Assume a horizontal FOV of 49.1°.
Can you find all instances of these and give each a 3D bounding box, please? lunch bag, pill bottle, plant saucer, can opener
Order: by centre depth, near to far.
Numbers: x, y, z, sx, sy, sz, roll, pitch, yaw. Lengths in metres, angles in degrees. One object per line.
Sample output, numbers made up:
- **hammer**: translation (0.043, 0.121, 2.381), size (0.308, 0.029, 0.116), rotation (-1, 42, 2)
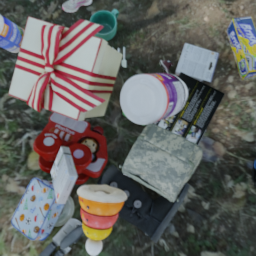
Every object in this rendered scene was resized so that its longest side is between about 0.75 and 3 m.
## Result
- **lunch bag**: translation (0.840, 0.933, 7.371), size (1.757, 1.224, 1.473), rotation (29, 66, 17)
- **pill bottle**: translation (-3.648, -2.753, 7.944), size (0.798, 1.424, 0.798), rotation (-3, 81, 22)
- **pill bottle**: translation (0.976, -0.989, 8.800), size (1.433, 2.573, 1.433), rotation (7, 104, 29)
- **can opener**: translation (-2.545, 4.223, 9.467), size (0.713, 0.900, 2.708), rotation (41, 81, 11)
- **lunch bag**: translation (-3.111, 2.755, 9.747), size (1.565, 0.738, 1.954), rotation (21, 80, 31)
- **plant saucer**: translation (-2.601, 2.917, 10.151), size (1.251, 0.314, 1.251), rotation (0, 71, 1)

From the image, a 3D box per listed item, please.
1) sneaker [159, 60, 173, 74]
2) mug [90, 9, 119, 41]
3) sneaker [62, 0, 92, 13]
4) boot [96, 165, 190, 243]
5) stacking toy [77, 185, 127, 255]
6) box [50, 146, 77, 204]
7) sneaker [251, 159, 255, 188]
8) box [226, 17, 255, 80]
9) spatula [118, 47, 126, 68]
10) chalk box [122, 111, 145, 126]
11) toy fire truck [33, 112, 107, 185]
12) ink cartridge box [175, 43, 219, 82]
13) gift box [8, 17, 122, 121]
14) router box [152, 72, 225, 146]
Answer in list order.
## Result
- **sneaker**: translation (1.741, -2.568, 11.975), size (0.524, 0.343, 0.907), rotation (-19, 72, -9)
- **mug**: translation (-0.966, -4.427, 12.275), size (1.377, 0.851, 1.131), rotation (-16, 80, -6)
- **sneaker**: translation (-2.398, -5.890, 12.914), size (1.467, 0.647, 0.597), rotation (-32, 74, -10)
- **boot**: translation (0.439, 2.267, 10.112), size (2.880, 0.945, 2.373), rotation (33, 73, 15)
- **stacking toy**: translation (-0.788, 2.498, 7.435), size (1.330, 1.330, 1.821), rotation (7, 89, 2)
- **box**: translation (-1.920, 1.363, 8.256), size (0.281, 1.065, 1.366), rotation (14, 25, -29)
- **sneaker**: translation (5.667, 1.200, 10.333), size (1.589, 1.038, 2.840), rotation (36, 76, 10)
- **box**: translation (5.069, -3.424, 11.993), size (0.913, 0.838, 2.607), rotation (-8, 71, -3)
- **spatula**: translation (-0.443, -3.106, 12.287), size (0.714, 0.083, 1.027), rotation (-1, 72, 1)
- **chalk box**: translation (0.458, -1.003, 10.703), size (1.075, 1.736, 1.080), rotation (27, 74, 9)
- **toy fire truck**: translation (-2.011, 0.603, 10.415), size (2.768, 1.552, 2.324), rotation (21, 54, 6)
- **ink cartridge box**: translation (2.952, -2.744, 12.038), size (1.537, 0.333, 1.509), rotation (19, 73, 4)
- **gift box**: translation (-1.680, -1.800, 8.807), size (2.963, 2.766, 2.734), rotation (15, 98, 13)
- **router box**: translation (2.331, -0.650, 11.137), size (2.001, 0.685, 2.683), rotation (29, 74, 9)
